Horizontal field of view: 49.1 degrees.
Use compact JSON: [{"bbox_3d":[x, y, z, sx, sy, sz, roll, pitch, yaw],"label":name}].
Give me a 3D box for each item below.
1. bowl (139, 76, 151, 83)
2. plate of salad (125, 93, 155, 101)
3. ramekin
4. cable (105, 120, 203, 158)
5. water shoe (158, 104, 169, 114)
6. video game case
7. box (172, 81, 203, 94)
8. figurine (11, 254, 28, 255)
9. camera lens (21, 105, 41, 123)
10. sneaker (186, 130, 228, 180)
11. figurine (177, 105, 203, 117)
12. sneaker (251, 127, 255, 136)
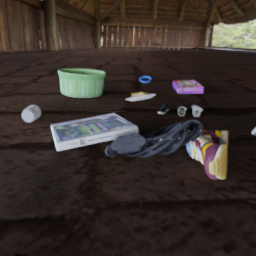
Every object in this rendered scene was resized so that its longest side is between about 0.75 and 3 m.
[{"bbox_3d":[1.232,-3.468,20.145,0.845,0.166,0.845,-1,36,0],"label":"bowl"},{"bbox_3d":[0.614,-1.625,14.208,1.574,0.378,1.574,-10,1,0],"label":"plate of salad"},{"bbox_3d":[-2.667,-2.600,16.170,2.685,1.311,2.685,4,18,-1],"label":"ramekin"},{"bbox_3d":[0.893,0.360,8.645,2.950,0.749,2.407,-13,0,25],"label":"cable"},{"bbox_3d":[1.642,-0.904,13.150,0.334,0.368,0.933,10,22,24],"label":"water shoe"},{"bbox_3d":[-1.315,0.042,9.812,2.588,0.332,2.847,-12,15,-16],"label":"video game case"},{"bbox_3d":[3.712,-2.591,17.639,1.494,0.427,2.183,0,20,-1],"label":"box"},{"bbox_3d":[-2.160,2.336,4.417,0.959,0.413,0.936,-2,12,-4],"label":"figurine"},{"bbox_3d":[-4.135,-0.614,12.015,0.611,0.611,0.764,2,21,7],"label":"camera lens"},{"bbox_3d":[2.208,0.729,8.050,1.198,0.996,2.659,1,13,22],"label":"sneaker"},{"bbox_3d":[2.829,-0.862,12.994,1.107,0.477,1.080,3,16,6],"label":"figurine"},{"bbox_3d":[5.140,0.147,9.722,0.712,1.028,1.702,-21,-16,-24],"label":"sneaker"}]
